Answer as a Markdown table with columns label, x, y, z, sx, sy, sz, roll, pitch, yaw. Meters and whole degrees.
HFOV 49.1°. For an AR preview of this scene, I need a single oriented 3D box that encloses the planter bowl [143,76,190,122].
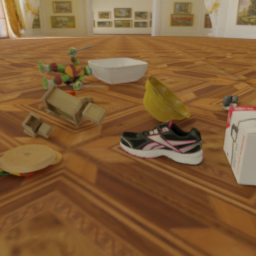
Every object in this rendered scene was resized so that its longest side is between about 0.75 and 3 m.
| label | x | y | z | sx | sy | sz | roll | pitch | yaw |
| --- | --- | --- | --- | --- | --- | --- | --- | --- | --- |
| planter bowl | 1.178 | -0.840 | 10.010 | 2.068 | 0.861 | 2.068 | 37 | 22 | -18 |

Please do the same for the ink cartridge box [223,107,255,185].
| label | x | y | z | sx | sy | sz | roll | pitch | yaw |
| --- | --- | --- | --- | --- | --- | --- | --- | --- | --- |
| ink cartridge box | 2.979 | 0.377 | 6.914 | 0.767 | 1.336 | 1.840 | 3 | 23 | 7 |

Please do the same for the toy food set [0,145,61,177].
| label | x | y | z | sx | sy | sz | roll | pitch | yaw |
| --- | --- | --- | --- | --- | --- | --- | --- | --- | --- |
| toy food set | -2.555 | 0.815 | 7.173 | 1.415 | 0.348 | 1.429 | 8 | 24 | 18 |

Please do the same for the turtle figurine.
| label | x | y | z | sx | sy | sz | roll | pitch | yaw |
| --- | --- | --- | --- | --- | --- | --- | --- | --- | --- |
| turtle figurine | -2.974 | -2.993 | 14.203 | 2.757 | 2.046 | 2.843 | -14 | 23 | -22 |

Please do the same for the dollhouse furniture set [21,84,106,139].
| label | x | y | z | sx | sy | sz | roll | pitch | yaw |
| --- | --- | --- | --- | --- | --- | --- | --- | --- | --- |
| dollhouse furniture set | -2.011 | -0.077 | 9.132 | 2.007 | 1.116 | 1.775 | 28 | 68 | 9 |

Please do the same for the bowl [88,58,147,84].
| label | x | y | z | sx | sy | sz | roll | pitch | yaw |
| --- | --- | --- | --- | --- | --- | --- | --- | --- | --- |
| bowl | -0.613 | -3.307 | 16.180 | 2.860 | 1.068 | 2.856 | -14 | 27 | -29 |

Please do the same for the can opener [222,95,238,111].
| label | x | y | z | sx | sy | sz | roll | pitch | yaw |
| --- | --- | --- | --- | --- | --- | --- | --- | --- | --- |
| can opener | 4.264 | -1.106 | 11.574 | 0.482 | 0.609 | 1.831 | 10 | 20 | 25 |

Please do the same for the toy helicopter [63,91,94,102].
| label | x | y | z | sx | sy | sz | roll | pitch | yaw |
| --- | --- | --- | --- | --- | --- | --- | --- | --- | --- |
| toy helicopter | -2.270 | -1.108 | 11.567 | 1.422 | 0.848 | 2.150 | 3 | 10 | 31 |

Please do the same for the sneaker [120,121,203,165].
| label | x | y | z | sx | sy | sz | roll | pitch | yaw |
| --- | --- | --- | --- | --- | --- | --- | --- | --- | --- |
| sneaker | 0.925 | 0.249 | 7.693 | 2.315 | 1.000 | 0.930 | 6 | 22 | 16 |
